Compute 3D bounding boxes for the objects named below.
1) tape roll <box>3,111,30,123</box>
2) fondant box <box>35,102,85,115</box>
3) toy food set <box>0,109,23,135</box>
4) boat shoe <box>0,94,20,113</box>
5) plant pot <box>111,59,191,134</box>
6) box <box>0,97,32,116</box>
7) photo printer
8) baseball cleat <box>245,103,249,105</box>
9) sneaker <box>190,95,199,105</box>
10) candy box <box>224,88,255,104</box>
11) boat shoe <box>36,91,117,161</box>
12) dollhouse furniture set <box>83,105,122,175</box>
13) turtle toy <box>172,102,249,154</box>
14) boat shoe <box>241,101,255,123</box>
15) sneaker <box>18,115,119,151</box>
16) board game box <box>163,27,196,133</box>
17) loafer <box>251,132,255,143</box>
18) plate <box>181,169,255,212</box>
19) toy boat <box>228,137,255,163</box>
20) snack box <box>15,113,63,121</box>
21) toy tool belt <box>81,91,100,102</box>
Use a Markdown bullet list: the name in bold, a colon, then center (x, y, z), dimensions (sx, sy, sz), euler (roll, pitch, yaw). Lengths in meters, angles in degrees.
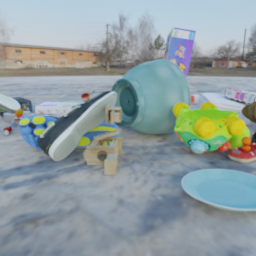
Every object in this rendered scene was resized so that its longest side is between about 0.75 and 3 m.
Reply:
- **tape roll**: center (-4.112, -0.414, 10.407), dimensions (0.942, 0.311, 0.942), euler (0, 12, 0)
- **fondant box**: center (-2.623, -0.709, 11.220), dimensions (1.791, 0.522, 1.292), euler (-1, 13, 1)
- **toy food set**: center (-3.753, -0.118, 8.333), dimensions (1.298, 0.620, 0.584), euler (-14, 17, -14)
- **boat shoe**: center (-4.971, -0.929, 10.737), dimensions (2.013, 0.622, 0.733), euler (25, 18, 17)
- **plant pot**: center (0.436, -0.795, 7.960), dimensions (1.478, 2.207, 2.207), euler (-13, 18, -36)
- **box**: center (-5.457, -0.884, 11.832), dimensions (2.268, 0.579, 1.789), euler (-10, 18, -36)
- **photo printer**: center (3.571, -0.797, 10.613), dimensions (1.680, 0.701, 2.019), euler (8, 19, -1)
- **baseball cleat**: center (4.982, -1.109, 12.476), dimensions (2.103, 0.733, 1.119), euler (-12, 17, -40)
- **sneaker**: center (3.042, -1.451, 14.475), dimensions (0.835, 0.521, 1.559), euler (-10, 13, -32)
- **candy box**: center (4.204, -1.108, 10.011), dimensions (0.836, 0.374, 1.226), euler (0, 17, -35)
- **boat shoe**: center (-1.120, -0.215, 6.353), dimensions (0.650, 0.815, 2.154), euler (33, 58, 22)
- **dollhouse furniture set**: center (-0.568, 0.186, 5.878), dimensions (0.740, 1.177, 1.331), euler (1, 12, 4)
- **turtle toy**: center (2.022, 0.056, 6.702), dimensions (2.033, 1.027, 1.481), euler (-2, 23, -16)
- **boat shoe**: center (4.451, -0.349, 8.208), dimensions (2.413, 0.868, 0.820), euler (15, -1, -21)
- **sneaker**: center (-1.489, 0.122, 7.164), dimensions (2.481, 0.880, 1.028), euler (2, 5, -13)
- **board game box**: center (1.401, -1.550, 9.132), dimensions (0.671, 2.996, 2.014), euler (10, 12, 1)
- **loafer**: center (3.427, 0.215, 7.201), dimensions (0.534, 0.522, 1.464), euler (6, 14, 25)
- **plate**: center (1.611, 1.013, 4.511), dimensions (1.499, 0.192, 1.499), euler (0, 14, 0)
- **toy boat**: center (2.618, 0.444, 6.216), dimensions (0.797, 0.521, 0.520), euler (-9, 16, -34)
- **snack box**: center (-2.566, -0.233, 9.595), dimensions (2.471, 0.300, 0.888), euler (4, 17, 18)
- **toy tool belt**: center (-1.189, -0.908, 11.384), dimensions (1.513, 0.930, 0.945), euler (7, 39, 31)
